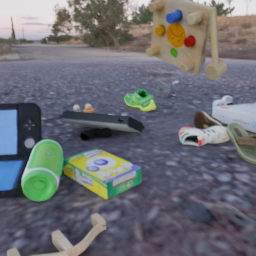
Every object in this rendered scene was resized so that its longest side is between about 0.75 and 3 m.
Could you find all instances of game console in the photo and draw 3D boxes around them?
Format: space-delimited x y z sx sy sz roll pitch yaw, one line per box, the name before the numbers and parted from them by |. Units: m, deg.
game console | -3.627 0.448 6.707 2.831 2.489 1.647 -2 -11 -10

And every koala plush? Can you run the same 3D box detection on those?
koala plush | 2.421 -2.296 16.572 1.228 1.089 1.129 -9 31 -28

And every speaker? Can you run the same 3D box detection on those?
speaker | -1.897 0.889 6.343 0.768 0.768 1.738 -3 22 -8

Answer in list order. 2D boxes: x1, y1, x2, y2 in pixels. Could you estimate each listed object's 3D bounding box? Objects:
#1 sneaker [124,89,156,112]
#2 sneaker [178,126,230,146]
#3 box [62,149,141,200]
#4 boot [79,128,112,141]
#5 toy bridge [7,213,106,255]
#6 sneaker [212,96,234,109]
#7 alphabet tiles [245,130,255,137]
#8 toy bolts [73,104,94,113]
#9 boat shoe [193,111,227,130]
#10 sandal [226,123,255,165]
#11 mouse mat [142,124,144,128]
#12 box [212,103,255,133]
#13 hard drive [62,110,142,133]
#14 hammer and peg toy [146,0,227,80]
sneaker | 0.614 -1.459 13.811 0.851 0.960 2.298 -12 20 -30
sneaker | 2.432 0.342 8.819 1.682 0.592 0.786 1 26 10
box | -0.722 0.998 6.790 1.118 0.461 1.906 -16 22 -42
boot | -1.111 0.223 9.446 0.936 0.346 0.767 4 14 38
toy bridge | -1.038 1.846 4.423 1.638 0.223 0.550 -13 22 -37
sneaker | 4.877 -1.093 13.425 1.516 0.589 1.060 -25 30 -34
alphabet tiles | 4.695 0.160 10.137 1.393 0.063 1.666 9 19 28
toy bolts | -1.768 -0.668 11.521 0.975 0.676 0.931 -6 14 14
boat shoe | 2.993 -0.078 10.094 0.691 0.690 1.868 11 20 -15
sandal | 3.413 0.392 8.018 0.721 0.518 1.816 -4 41 -17
mouse mat | 0.196 -0.140 10.530 0.779 0.029 0.627 5 -20 20
box | 5.282 -0.485 11.145 2.965 0.610 2.312 -6 17 -26
hard drive | -0.852 -0.212 9.801 2.371 0.390 1.655 6 -5 19
hammer and peg toy | 1.790 -2.665 8.149 0.995 2.076 2.823 -30 47 -32
